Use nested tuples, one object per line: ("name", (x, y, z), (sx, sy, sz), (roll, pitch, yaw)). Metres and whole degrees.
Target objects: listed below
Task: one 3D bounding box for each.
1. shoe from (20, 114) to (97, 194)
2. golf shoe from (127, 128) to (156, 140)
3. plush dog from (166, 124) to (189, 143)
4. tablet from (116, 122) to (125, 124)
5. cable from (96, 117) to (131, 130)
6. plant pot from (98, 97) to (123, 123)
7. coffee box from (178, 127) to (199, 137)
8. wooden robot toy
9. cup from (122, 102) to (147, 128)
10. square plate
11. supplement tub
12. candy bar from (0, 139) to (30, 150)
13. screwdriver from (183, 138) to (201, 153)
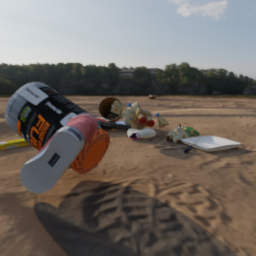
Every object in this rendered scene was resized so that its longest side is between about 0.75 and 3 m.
("shoe", (-1.538, 0.595, 6.333), (2.260, 0.807, 1.028), (-44, 4, 32))
("golf shoe", (0.612, 0.331, 12.684), (1.313, 0.495, 0.601), (-3, 23, 4))
("plush dog", (2.069, 0.300, 12.281), (0.957, 0.768, 0.822), (-11, -9, -46))
("tablet", (-0.298, -0.199, 16.382), (1.036, 0.109, 1.592), (-7, 11, -31))
("cable", (-0.729, -0.258, 14.613), (2.702, 0.680, 1.312), (0, -10, 14))
("plant pot", (-0.948, -0.829, 15.931), (1.386, 1.386, 1.487), (0, -19, 1))
("coffee box", (2.744, 0.180, 12.827), (0.576, 0.206, 0.936), (40, -19, -29))
("wooden robot toy", (0.448, -0.199, 13.327), (2.882, 1.308, 1.270), (17, 27, -16))
("cup", (0.295, -0.565, 15.328), (1.063, 1.486, 1.486), (-22, 9, 6))
("square plate", (3.303, 0.638, 11.338), (1.724, 0.245, 1.707), (-5, 11, -26))
("supplement tub", (-1.978, 0.011, 7.989), (2.775, 1.701, 1.701), (32, 23, 21))
("candy bar", (-4.592, 0.655, 11.153), (2.468, 0.273, 0.615), (-11, 11, -44))
("screwdriver", (2.507, 0.664, 10.724), (0.186, 0.179, 1.280), (31, 40, 33))
